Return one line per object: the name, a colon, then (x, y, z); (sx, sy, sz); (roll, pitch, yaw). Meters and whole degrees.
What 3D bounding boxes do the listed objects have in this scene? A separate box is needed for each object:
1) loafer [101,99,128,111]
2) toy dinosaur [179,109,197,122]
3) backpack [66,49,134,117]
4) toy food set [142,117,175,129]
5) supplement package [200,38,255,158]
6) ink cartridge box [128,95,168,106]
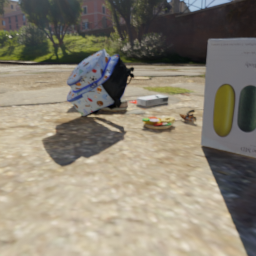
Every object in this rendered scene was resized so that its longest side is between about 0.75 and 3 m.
loafer: (-1.376, -1.422, 13.260); (2.964, 0.932, 1.066); (8, 18, 26)
toy dinosaur: (2.338, -0.450, 10.913); (0.596, 0.449, 0.879); (-27, 49, -26)
backpack: (-1.314, -1.691, 11.253); (2.514, 2.033, 2.640); (-31, 23, 34)
toy food set: (1.096, -0.213, 10.245); (1.130, 0.275, 1.118); (10, 19, 29)
supplement package: (3.616, -0.939, 7.852); (2.253, 2.968, 2.236); (13, 20, 38)
ink cartridge box: (1.050, -1.476, 14.543); (1.614, 0.352, 1.401); (-13, 22, -38)
